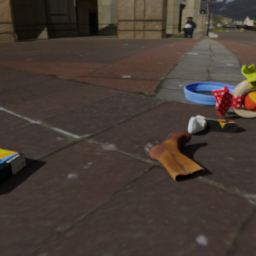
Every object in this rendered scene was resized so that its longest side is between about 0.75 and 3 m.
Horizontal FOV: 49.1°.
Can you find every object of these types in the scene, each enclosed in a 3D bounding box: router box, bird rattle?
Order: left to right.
[{"bbox_3d":[-4.322,1.294,8.585,1.392,0.476,1.866,8,24,18],"label":"router box"},{"bbox_3d":[5.436,-1.398,12.770,2.349,2.881,1.623,40,10,-15],"label":"bird rattle"}]

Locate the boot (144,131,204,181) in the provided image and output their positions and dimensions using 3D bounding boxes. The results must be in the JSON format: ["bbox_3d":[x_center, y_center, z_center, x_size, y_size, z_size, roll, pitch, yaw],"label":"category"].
[{"bbox_3d":[1.811,0.852,9.375,1.907,0.694,2.026,-11,26,-25],"label":"boot"}]

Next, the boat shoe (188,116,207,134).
[{"bbox_3d":[3.010,-0.185,11.817,0.568,0.626,1.701,7,23,27],"label":"boat shoe"}]

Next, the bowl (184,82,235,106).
[{"bbox_3d":[4.719,-1.979,16.077,2.992,0.587,2.992,0,24,0],"label":"bowl"}]

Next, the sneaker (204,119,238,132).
[{"bbox_3d":[3.927,-0.124,12.005,1.417,0.495,0.637,8,12,14],"label":"sneaker"}]
